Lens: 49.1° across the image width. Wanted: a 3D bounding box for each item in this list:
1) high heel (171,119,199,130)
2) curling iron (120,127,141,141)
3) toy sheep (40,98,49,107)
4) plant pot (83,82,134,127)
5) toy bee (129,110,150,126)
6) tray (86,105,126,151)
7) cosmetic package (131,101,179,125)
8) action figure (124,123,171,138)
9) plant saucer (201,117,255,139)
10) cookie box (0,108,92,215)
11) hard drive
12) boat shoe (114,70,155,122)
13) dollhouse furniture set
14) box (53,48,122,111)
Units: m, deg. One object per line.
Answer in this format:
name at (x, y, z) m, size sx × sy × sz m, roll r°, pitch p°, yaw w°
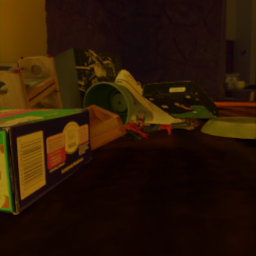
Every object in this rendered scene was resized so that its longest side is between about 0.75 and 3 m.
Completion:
high heel at (2.447, -0.304, 10.864) m, size 1.102 × 0.552 × 1.546 m, roll -2°, pitch 21°, yaw 38°
curling iron at (-0.425, 0.087, 8.526) m, size 2.052 × 0.262 × 0.509 m, roll 9°, pitch -33°, yaw 42°
toy sheep at (-2.956, -0.538, 8.626) m, size 1.652 × 2.397 × 1.652 m, roll -29°, pitch -22°, yaw -13°
plant pot at (-0.485, -0.773, 9.552) m, size 1.717 × 1.717 × 1.150 m, roll 4°, pitch 18°, yaw 28°
toy bee at (0.391, -0.199, 10.534) m, size 0.743 × 0.617 × 1.135 m, roll 7°, pitch -15°, yaw 24°
tray at (-1.091, 0.012, 6.973) m, size 1.306 × 0.490 × 2.649 m, roll -26°, pitch 17°, yaw -13°
cosmetic package at (0.874, -1.004, 12.667) m, size 2.897 × 1.469 × 1.032 m, roll 5°, pitch 14°, yaw 29°
action figure at (0.502, 0.049, 8.393) m, size 1.532 × 0.396 × 0.501 m, roll 4°, pitch 18°, yaw 12°
plant saucer at (4.070, -0.073, 9.732) m, size 2.980 × 0.463 × 2.980 m, roll -1°, pitch 7°, yaw 0°
cookie box at (-2.364, 0.267, 4.492) m, size 2.875 × 1.080 × 2.459 m, roll 1°, pitch 9°, yaw 13°
hard drive at (1.786, -0.845, 9.182) m, size 1.709 × 0.463 × 2.446 m, roll 2°, pitch -15°, yaw 36°
boat shoe at (0.356, -1.300, 10.916) m, size 0.959 × 1.106 × 2.595 m, roll -4°, pitch -34°, yaw 38°
dollhouse furniture set at (-3.218, -0.645, 6.779) m, size 2.598 × 1.820 × 1.831 m, roll -1°, pitch 24°, yaw 9°
box at (-1.405, -1.472, 10.930) m, size 1.422 × 2.731 × 2.487 m, roll -10°, pitch 0°, yaw 42°
